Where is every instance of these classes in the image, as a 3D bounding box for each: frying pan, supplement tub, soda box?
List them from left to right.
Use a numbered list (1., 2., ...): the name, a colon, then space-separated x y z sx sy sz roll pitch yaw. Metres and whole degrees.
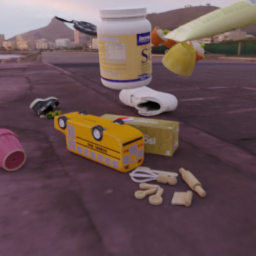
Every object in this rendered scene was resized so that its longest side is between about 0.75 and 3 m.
1. frying pan: -1.935 -4.249 11.505 1.947 0.317 1.178 38 36 21
2. supplement tub: -0.109 -2.679 9.355 1.785 2.455 1.785 -2 26 1
3. soda box: 0.215 0.158 7.649 2.235 0.757 0.716 7 18 21

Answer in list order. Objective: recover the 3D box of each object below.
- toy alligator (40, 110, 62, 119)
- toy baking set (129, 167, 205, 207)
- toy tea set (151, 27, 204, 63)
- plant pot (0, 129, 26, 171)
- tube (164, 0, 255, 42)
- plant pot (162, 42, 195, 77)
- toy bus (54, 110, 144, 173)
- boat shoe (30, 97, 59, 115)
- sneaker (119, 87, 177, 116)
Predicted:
1. toy alligator: -2.914 -0.466 10.721 0.948 0.228 0.314 -21 26 -37
2. toy baking set: 0.721 1.055 5.629 1.309 0.198 1.705 -2 17 -7
3. toy tea set: 1.955 -3.193 10.547 0.979 1.573 2.645 -38 -15 37
4. plant pot: -2.769 0.559 6.384 0.761 0.850 0.850 32 32 32
5. tube: 2.059 -2.370 6.282 2.436 0.632 0.707 -22 -14 -9
6. plant pot: 1.575 -2.064 8.165 0.970 0.688 0.970 16 39 -14
7. toy bus: -0.803 0.233 7.000 2.499 0.978 0.813 14 23 39
8. boat shoe: -3.360 -0.870 11.705 0.598 0.635 1.768 39 17 5
9. sneaker: 0.506 -1.183 11.743 2.716 1.000 1.569 11 17 30
